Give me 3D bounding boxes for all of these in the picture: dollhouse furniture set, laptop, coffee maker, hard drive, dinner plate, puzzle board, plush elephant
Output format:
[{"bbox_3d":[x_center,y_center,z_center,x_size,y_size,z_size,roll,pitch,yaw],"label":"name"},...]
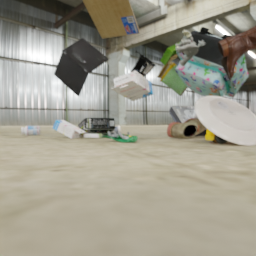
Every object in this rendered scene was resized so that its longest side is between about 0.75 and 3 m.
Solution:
[{"bbox_3d":[2.377,-2.712,14.206,1.308,1.707,2.606,-39,-13,-39],"label":"dollhouse furniture set"},{"bbox_3d":[-1.967,-2.519,11.537,1.730,1.620,1.003,-41,-19,-22],"label":"laptop"},{"bbox_3d":[0.493,-2.547,12.153,0.738,1.095,1.052,11,33,-48],"label":"coffee maker"},{"bbox_3d":[3.707,-0.396,14.576,2.755,0.521,1.925,-1,42,-20],"label":"hard drive"},{"bbox_3d":[3.414,-0.386,9.289,2.477,0.300,2.477,11,39,-9],"label":"dinner plate"},{"bbox_3d":[-0.546,-3.821,9.377,1.470,0.170,1.950,-2,-26,18],"label":"puzzle board"},{"bbox_3d":[2.091,-2.977,10.050,1.093,0.847,0.901,-33,-39,9],"label":"plush elephant"}]

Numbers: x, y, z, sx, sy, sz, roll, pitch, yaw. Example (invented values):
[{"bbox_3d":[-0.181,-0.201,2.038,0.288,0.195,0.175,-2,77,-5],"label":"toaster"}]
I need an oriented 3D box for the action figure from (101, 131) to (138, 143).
[{"bbox_3d":[-0.166,0.340,10.147,0.885,0.410,1.498,3,3,-41],"label":"action figure"}]

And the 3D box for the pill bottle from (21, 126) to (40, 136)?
[{"bbox_3d":[-5.178,0.152,14.900,0.918,0.499,0.499,0,1,-14],"label":"pill bottle"}]

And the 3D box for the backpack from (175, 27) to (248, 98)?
[{"bbox_3d":[3.559,-2.401,11.730,2.578,2.186,2.903,33,4,36],"label":"backpack"}]

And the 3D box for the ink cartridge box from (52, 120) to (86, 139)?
[{"bbox_3d":[-2.591,0.115,12.422,1.283,0.435,0.739,26,9,14],"label":"ink cartridge box"}]

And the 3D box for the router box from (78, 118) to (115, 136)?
[{"bbox_3d":[-1.575,-0.025,13.528,1.407,0.583,1.878,-1,-10,-21],"label":"router box"}]

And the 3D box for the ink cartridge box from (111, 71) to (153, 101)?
[{"bbox_3d":[0.131,-1.557,10.290,0.951,0.560,1.651,-16,-18,26],"label":"ink cartridge box"}]

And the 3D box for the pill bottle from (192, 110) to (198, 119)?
[{"bbox_3d":[4.380,-0.546,13.539,2.234,1.272,1.272,23,2,0],"label":"pill bottle"}]

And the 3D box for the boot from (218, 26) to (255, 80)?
[{"bbox_3d":[3.645,-2.290,8.258,1.739,0.559,1.621,-23,-36,11],"label":"boot"}]

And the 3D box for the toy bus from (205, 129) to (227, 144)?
[{"bbox_3d":[3.405,-0.118,9.655,1.368,1.313,0.928,2,0,2],"label":"toy bus"}]

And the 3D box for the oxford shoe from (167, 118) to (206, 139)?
[{"bbox_3d":[2.831,0.105,12.398,2.462,0.867,0.921,-13,17,-40],"label":"oxford shoe"}]

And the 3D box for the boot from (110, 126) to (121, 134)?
[{"bbox_3d":[-0.753,0.190,15.484,0.636,0.512,1.409,-7,-5,-6],"label":"boot"}]

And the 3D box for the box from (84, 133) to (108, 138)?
[{"bbox_3d":[-1.400,0.353,12.784,0.795,0.200,1.101,1,1,24],"label":"box"}]
